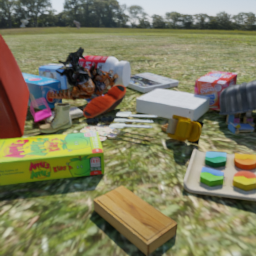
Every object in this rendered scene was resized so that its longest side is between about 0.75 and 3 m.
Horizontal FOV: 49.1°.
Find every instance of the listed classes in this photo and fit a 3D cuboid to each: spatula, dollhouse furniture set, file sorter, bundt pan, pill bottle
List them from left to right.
[{"bbox_3d":[-2.962,-0.629,9.403,0.567,0.512,0.816,-23,26,-9],"label":"file sorter"},{"bbox_3d":[-1.326,-2.629,13.316,2.699,1.515,1.515,7,24,18],"label":"pill bottle"},{"bbox_3d":[0.169,-0.235,8.597,1.350,0.108,0.939,2,29,21],"label":"spatula"},{"bbox_3d":[3.684,-0.284,8.869,0.964,0.666,1.021,-1,23,-3],"label":"dollhouse furniture set"},{"bbox_3d":[4.237,-1.125,9.370,2.506,0.940,2.506,-12,4,1],"label":"bundt pan"}]

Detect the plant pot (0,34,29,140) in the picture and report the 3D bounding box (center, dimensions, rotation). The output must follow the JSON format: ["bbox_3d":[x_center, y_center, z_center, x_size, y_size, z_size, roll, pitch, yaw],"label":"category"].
[{"bbox_3d":[-4.656,-1.361,8.287,2.798,2.468,2.801,-4,38,-11],"label":"plant pot"}]

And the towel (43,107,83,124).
[{"bbox_3d":[-2.264,-0.425,9.675,1.294,0.223,0.857,-16,24,-22],"label":"towel"}]

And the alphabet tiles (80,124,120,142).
[{"bbox_3d":[-0.865,0.123,8.652,1.173,0.086,1.147,8,25,18],"label":"alphabet tiles"}]

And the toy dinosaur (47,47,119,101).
[{"bbox_3d":[-1.689,-1.831,10.739,1.503,1.996,2.942,-39,-8,34],"label":"toy dinosaur"}]

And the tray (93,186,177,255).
[{"bbox_3d":[0.084,1.568,5.000,0.714,0.268,1.447,-19,30,-37],"label":"tray"}]

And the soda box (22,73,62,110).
[{"bbox_3d":[-4.061,-1.562,11.434,2.992,1.015,0.960,16,28,33],"label":"soda box"}]

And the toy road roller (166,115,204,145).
[{"bbox_3d":[1.502,0.021,7.795,1.111,0.682,0.811,16,2,36],"label":"toy road roller"}]

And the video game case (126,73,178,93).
[{"bbox_3d":[0.905,-2.342,14.271,2.246,0.289,2.471,-15,28,-33],"label":"video game case"}]

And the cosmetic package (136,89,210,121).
[{"bbox_3d":[1.661,-0.868,10.361,2.228,0.576,1.680,14,25,30],"label":"cosmetic package"}]

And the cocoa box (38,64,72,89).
[{"bbox_3d":[-3.455,-2.529,13.744,1.492,0.995,0.979,8,26,20],"label":"cocoa box"}]

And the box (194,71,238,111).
[{"bbox_3d":[3.573,-1.565,11.356,1.129,1.081,2.265,14,26,29],"label":"box"}]

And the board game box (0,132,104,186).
[{"bbox_3d":[-1.861,0.678,6.679,2.447,0.583,1.243,-5,23,-11],"label":"board game box"}]

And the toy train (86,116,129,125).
[{"bbox_3d":[-0.675,-0.246,9.273,1.436,0.245,0.329,-6,-20,-11],"label":"toy train"}]

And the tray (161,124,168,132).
[{"bbox_3d":[1.443,-0.031,8.957,0.752,0.139,0.371,-20,30,-37],"label":"tray"}]

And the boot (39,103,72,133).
[{"bbox_3d":[-2.272,-0.325,8.721,1.078,0.834,0.389,-17,34,-35],"label":"boot"}]

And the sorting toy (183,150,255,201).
[{"bbox_3d":[2.252,0.965,6.209,1.805,0.329,1.670,7,26,19],"label":"sorting toy"}]

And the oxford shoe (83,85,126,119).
[{"bbox_3d":[-0.801,-0.791,10.236,0.711,0.724,1.997,36,55,26],"label":"oxford shoe"}]

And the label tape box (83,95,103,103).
[{"bbox_3d":[-1.348,-1.100,11.279,0.932,0.308,0.668,-18,28,-32],"label":"label tape box"}]
